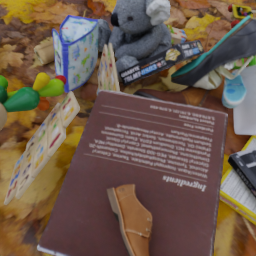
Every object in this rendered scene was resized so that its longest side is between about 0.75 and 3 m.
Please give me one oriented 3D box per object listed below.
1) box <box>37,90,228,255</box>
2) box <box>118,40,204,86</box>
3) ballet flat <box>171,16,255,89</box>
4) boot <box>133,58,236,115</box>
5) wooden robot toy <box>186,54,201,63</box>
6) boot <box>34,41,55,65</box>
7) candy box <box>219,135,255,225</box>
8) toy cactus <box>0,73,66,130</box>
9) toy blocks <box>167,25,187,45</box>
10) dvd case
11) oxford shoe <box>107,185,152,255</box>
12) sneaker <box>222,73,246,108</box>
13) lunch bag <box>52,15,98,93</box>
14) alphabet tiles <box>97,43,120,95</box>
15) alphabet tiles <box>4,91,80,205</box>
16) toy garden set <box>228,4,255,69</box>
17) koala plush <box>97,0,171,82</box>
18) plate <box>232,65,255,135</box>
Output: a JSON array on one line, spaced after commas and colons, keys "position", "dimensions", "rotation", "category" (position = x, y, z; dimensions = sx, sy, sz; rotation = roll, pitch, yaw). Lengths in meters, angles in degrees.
[{"position": [0.264, 1.231, 5.158], "dimensions": [2.331, 2.355, 2.838], "rotation": [12, 61, 9], "category": "box"}, {"position": [0.900, -1.716, 7.281], "dimensions": [1.748, 0.437, 1.761], "rotation": [-19, 9, 34], "category": "box"}, {"position": [2.150, -1.526, 6.987], "dimensions": [1.077, 2.949, 1.077], "rotation": [7, 72, -24], "category": "ballet flat"}, {"position": [1.726, -1.228, 8.019], "dimensions": [2.600, 0.946, 2.762], "rotation": [17, 55, 12], "category": "boot"}, {"position": [2.143, -2.420, 9.154], "dimensions": [0.405, 0.417, 0.919], "rotation": [31, 63, 7], "category": "wooden robot toy"}, {"position": [-2.443, -2.922, 9.525], "dimensions": [1.582, 0.523, 1.386], "rotation": [-27, 58, -17], "category": "boot"}, {"position": [3.447, 0.933, 6.758], "dimensions": [1.521, 0.393, 2.976], "rotation": [34, 61, 23], "category": "candy box"}, {"position": [-2.527, -0.584, 5.327], "dimensions": [2.678, 1.369, 2.209], "rotation": [2, 33, -15], "category": "toy cactus"}, {"position": [1.719, -3.179, 9.766], "dimensions": [0.662, 0.484, 0.968], "rotation": [10, 45, -15], "category": "toy blocks"}, {"position": [3.705, 1.002, 6.121], "dimensions": [2.381, 0.294, 1.789], "rotation": [-14, 48, -15], "category": "dvd case"}, {"position": [0.131, 1.292, 3.498], "dimensions": [0.467, 0.467, 1.310], "rotation": [-17, 60, -8], "category": "oxford shoe"}, {"position": [2.603, -0.711, 6.954], "dimensions": [0.514, 0.843, 1.292], "rotation": [6, 40, 17], "category": "sneaker"}, {"position": [-1.533, -2.110, 7.980], "dimensions": [1.153, 1.538, 1.809], "rotation": [8, 43, 0], "category": "lunch bag"}, {"position": [-0.559, -0.903, 7.123], "dimensions": [0.072, 1.895, 2.277], "rotation": [1, 58, -18], "category": "alphabet tiles"}, {"position": [-1.663, 0.250, 5.433], "dimensions": [2.081, 0.079, 2.500], "rotation": [-52, 22, 4], "category": "alphabet tiles"}, {"position": [4.263, -2.862, 8.674], "dimensions": [2.527, 0.504, 2.107], "rotation": [-1, 77, -10], "category": "toy garden set"}, {"position": [0.283, -3.190, 8.228], "dimensions": [2.423, 2.636, 2.338], "rotation": [-26, 64, -16], "category": "koala plush"}, {"position": [3.158, -0.661, 6.772], "dimensions": [0.276, 1.711, 1.707], "rotation": [-4, 93, -15], "category": "plate"}]
